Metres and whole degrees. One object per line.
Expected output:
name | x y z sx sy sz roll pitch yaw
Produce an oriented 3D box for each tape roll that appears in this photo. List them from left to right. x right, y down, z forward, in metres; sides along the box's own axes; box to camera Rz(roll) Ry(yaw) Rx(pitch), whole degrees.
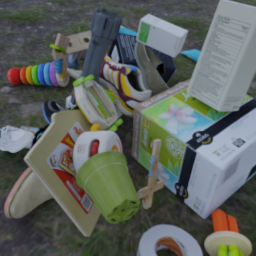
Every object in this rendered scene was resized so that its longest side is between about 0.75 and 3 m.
tape roll | 0.883 2.795 6.060 1.377 0.455 1.377 6 31 -4

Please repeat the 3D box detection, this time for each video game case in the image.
video game case | -3.441 0.309 9.438 0.842 0.102 0.925 8 41 11

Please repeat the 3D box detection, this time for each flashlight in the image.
flashlight | -0.907 -1.882 8.080 0.984 2.897 0.981 0 38 -33

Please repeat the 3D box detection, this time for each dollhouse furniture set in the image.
dollhouse furniture set | -1.853 -2.602 12.033 1.630 1.639 2.326 -23 76 -26

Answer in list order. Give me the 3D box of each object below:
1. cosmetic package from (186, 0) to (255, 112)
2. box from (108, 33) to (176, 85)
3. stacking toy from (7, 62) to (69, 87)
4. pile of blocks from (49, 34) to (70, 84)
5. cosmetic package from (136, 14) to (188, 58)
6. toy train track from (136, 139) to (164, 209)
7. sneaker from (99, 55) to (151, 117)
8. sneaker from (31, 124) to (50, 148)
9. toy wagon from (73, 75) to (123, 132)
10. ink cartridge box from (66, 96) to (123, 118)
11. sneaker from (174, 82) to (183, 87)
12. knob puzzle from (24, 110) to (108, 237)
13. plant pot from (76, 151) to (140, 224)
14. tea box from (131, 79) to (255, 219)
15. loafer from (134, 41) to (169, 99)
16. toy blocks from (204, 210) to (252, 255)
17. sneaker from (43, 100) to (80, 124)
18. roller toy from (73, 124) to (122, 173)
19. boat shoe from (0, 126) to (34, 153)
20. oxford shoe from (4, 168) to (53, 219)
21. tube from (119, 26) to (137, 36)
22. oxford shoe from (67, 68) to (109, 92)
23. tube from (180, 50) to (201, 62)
cosmetic package | 2.464 -1.703 6.797 0.841 2.367 1.245 -4 34 -36
box | 0.515 -2.686 11.345 2.287 1.224 1.697 2 55 -21
stacking toy | -3.843 -2.246 11.760 2.538 1.084 1.084 0 40 7
pile of blocks | -2.189 -2.145 8.642 0.485 1.562 0.641 21 31 25
cosmetic package | 1.030 -2.855 8.674 1.393 0.749 0.591 29 48 16
toy train track | 0.482 1.042 6.393 0.272 1.669 0.957 21 21 39
sneaker | -0.239 -1.687 8.690 0.997 1.199 2.661 -25 70 -43
sneaker | -2.406 0.328 8.762 0.904 0.951 2.399 4 39 1
toy wagon | -0.739 -0.671 7.580 0.399 1.565 2.017 -31 7 17
ink cartridge box | -1.148 -0.697 9.671 1.442 0.829 2.463 25 38 17
sneaker | 2.803 -1.231 10.670 2.413 0.875 1.376 24 43 25
knob puzzle | -1.141 0.754 6.817 0.409 2.953 2.953 -14 33 29
plant pot | -0.313 1.266 5.673 1.176 1.176 1.117 -19 47 -20
tea box | 2.130 0.278 7.975 2.989 1.997 2.940 -28 48 -31
loafer | 0.865 -2.023 9.550 0.849 0.917 2.438 -21 67 20
toy blocks | 2.898 2.424 6.270 2.314 1.008 2.777 4 34 12
sneaker | -1.658 -0.290 8.466 2.502 1.037 0.887 33 25 34
roller toy | -0.694 0.621 6.295 0.851 1.219 1.112 -1 23 19
boat shoe | -3.497 0.256 8.349 1.945 0.666 0.700 1 43 49
oxford shoe | -1.932 1.370 7.499 1.066 1.022 2.888 23 46 23
tube | -0.036 -5.424 15.940 1.622 0.409 0.628 32 58 24
oxford shoe | -1.210 -1.712 9.546 1.904 0.550 0.716 19 4 -6
tube | 3.503 -3.349 13.423 0.862 0.561 2.225 -11 36 -24
